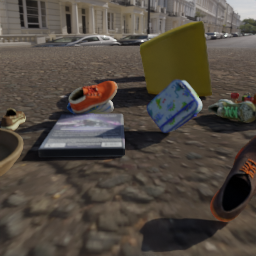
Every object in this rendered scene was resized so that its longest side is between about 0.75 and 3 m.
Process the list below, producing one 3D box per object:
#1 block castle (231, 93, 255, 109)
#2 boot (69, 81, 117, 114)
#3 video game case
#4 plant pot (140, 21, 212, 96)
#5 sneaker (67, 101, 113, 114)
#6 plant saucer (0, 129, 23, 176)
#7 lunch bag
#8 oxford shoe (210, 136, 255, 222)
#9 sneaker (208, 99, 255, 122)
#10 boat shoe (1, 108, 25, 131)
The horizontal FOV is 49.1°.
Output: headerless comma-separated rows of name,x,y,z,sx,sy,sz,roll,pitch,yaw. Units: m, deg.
block castle,4.472,-1.045,9.909,1.433,0.672,0.957,-7,21,-19
boot,-1.032,-1.014,8.331,1.566,0.839,0.587,-31,71,-7
video game case,-1.054,0.103,7.337,1.881,0.250,2.633,-1,19,-2
plant pot,1.931,-2.854,12.277,2.552,2.893,2.893,-11,19,7
sneaker,-1.291,-0.631,9.041,1.648,0.624,0.866,8,34,37
plant saucer,-3.598,0.636,5.560,2.908,0.428,2.908,0,19,0
lunch bag,1.212,-0.544,7.343,1.284,1.032,0.530,-39,-17,28
oxford shoe,1.753,0.677,4.055,0.539,1.515,0.550,30,-14,19
sneaker,3.066,-0.467,8.432,0.737,0.639,1.663,-12,14,-22
boat shoe,-3.317,-0.333,8.136,0.498,0.499,1.348,-4,20,-7
